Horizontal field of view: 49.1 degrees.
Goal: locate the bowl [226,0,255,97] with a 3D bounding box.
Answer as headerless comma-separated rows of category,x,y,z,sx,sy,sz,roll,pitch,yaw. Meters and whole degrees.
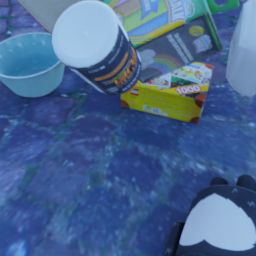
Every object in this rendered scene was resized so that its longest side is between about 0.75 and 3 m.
bowl,2.552,-1.738,5.868,0.665,1.783,1.780,11,69,12

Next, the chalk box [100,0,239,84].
chalk box,1.015,-2.422,6.212,2.677,1.666,1.657,-21,70,21

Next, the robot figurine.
robot figurine,1.809,2.166,5.073,1.744,2.099,2.794,27,50,4

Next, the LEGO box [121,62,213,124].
LEGO box,1.246,-1.346,8.981,2.544,0.982,1.895,14,48,13

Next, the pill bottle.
pill bottle,-0.369,-1.182,4.836,1.047,1.971,1.047,-3,80,16

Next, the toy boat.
toy boat,-2.265,-4.038,8.206,1.916,2.936,1.919,-44,11,-1

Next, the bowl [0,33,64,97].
bowl,-3.170,-1.948,9.311,2.478,1.296,2.478,-1,48,1
